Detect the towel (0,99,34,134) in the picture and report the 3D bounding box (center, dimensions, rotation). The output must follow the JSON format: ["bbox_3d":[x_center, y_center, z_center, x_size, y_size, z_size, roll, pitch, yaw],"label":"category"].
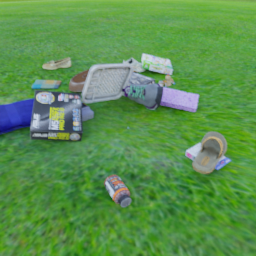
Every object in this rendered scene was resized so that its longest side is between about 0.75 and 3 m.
[{"bbox_3d":[-4.852,-0.387,11.322,2.684,0.665,1.982,-15,31,-25],"label":"towel"}]

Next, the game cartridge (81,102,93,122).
[{"bbox_3d":[-2.769,-0.840,12.219,1.584,0.469,2.443,-27,40,-30],"label":"game cartridge"}]

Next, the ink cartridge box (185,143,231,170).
[{"bbox_3d":[2.653,1.003,9.357,0.767,0.270,1.286,-23,37,-33],"label":"ink cartridge box"}]

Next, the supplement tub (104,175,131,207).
[{"bbox_3d":[-0.275,1.779,7.853,0.498,0.498,0.932,-17,39,-25],"label":"supplement tub"}]

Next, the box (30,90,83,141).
[{"bbox_3d":[-2.718,-0.501,10.778,1.838,0.508,2.294,4,44,-15],"label":"box"}]

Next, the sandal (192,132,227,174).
[{"bbox_3d":[2.687,0.672,9.108,0.868,0.584,2.162,17,36,25],"label":"sandal"}]

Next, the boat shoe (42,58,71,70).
[{"bbox_3d":[-4.362,-3.932,17.078,1.721,0.539,0.631,-14,34,-22],"label":"boat shoe"}]

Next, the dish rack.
[{"bbox_3d":[-0.987,-2.050,12.415,2.289,1.965,0.498,-12,51,-38],"label":"dish rack"}]

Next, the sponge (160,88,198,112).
[{"bbox_3d":[2.213,-1.301,12.723,1.846,0.275,1.030,14,46,10],"label":"sponge"}]

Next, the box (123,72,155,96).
[{"bbox_3d":[-0.029,-2.320,14.455,2.256,0.545,1.786,26,40,35],"label":"box"}]

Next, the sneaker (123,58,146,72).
[{"bbox_3d":[0.421,-3.700,16.413,1.786,0.822,0.676,-20,35,-35],"label":"sneaker"}]

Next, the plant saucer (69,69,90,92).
[{"bbox_3d":[-2.040,-2.566,14.491,2.309,0.398,2.309,-13,32,8],"label":"plant saucer"}]

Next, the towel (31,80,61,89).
[{"bbox_3d":[-4.301,-2.282,14.804,1.360,0.148,0.997,1,32,0],"label":"towel"}]

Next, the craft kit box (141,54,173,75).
[{"bbox_3d":[1.690,-3.796,16.679,1.745,0.429,1.767,9,31,-5],"label":"craft kit box"}]

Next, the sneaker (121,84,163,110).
[{"bbox_3d":[0.508,-1.370,11.750,1.261,1.072,2.881,10,2,-13],"label":"sneaker"}]

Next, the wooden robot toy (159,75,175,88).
[{"bbox_3d":[1.979,-2.502,14.707,1.332,0.604,0.587,-27,41,-37],"label":"wooden robot toy"}]
